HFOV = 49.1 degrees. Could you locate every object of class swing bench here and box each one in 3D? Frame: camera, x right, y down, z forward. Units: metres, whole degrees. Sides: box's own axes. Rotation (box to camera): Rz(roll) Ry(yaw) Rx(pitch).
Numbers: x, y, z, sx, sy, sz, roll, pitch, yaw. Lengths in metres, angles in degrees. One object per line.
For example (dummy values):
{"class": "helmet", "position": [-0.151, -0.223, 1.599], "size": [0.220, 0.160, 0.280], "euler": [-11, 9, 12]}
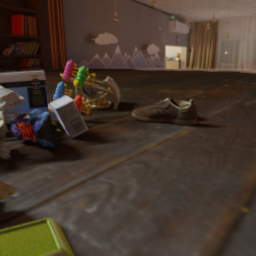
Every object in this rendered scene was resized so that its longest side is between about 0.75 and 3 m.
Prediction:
{"class": "swing bench", "position": [-1.547, -1.849, 14.147], "size": [2.285, 1.482, 2.273], "euler": [0, 15, 0]}

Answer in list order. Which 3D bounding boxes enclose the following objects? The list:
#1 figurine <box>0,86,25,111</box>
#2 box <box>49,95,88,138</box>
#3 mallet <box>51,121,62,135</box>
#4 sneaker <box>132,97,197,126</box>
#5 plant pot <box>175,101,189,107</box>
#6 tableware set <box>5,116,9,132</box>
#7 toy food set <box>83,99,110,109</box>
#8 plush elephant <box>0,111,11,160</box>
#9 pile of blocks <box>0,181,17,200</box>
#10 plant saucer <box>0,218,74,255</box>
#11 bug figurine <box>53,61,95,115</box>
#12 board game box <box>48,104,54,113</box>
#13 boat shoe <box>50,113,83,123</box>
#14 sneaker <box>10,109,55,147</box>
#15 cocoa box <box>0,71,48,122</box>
{"class": "figurine", "position": [-3.984, -0.559, 7.705], "size": [2.032, 0.875, 1.983], "euler": [-28, 24, -28]}
{"class": "box", "position": [-1.962, -0.389, 9.210], "size": [0.637, 1.117, 1.215], "euler": [-30, 23, -14]}
{"class": "mallet", "position": [-2.712, -0.105, 9.943], "size": [0.623, 0.389, 1.890], "euler": [-4, 19, -16]}
{"class": "sneaker", "position": [1.413, -0.740, 10.957], "size": [2.602, 0.983, 0.917], "euler": [7, 16, 21]}
{"class": "plant pot", "position": [2.040, -0.733, 11.598], "size": [0.950, 0.638, 0.950], "euler": [-1, 15, 0]}
{"class": "tableware set", "position": [-5.220, -0.040, 9.170], "size": [2.442, 0.489, 1.614], "euler": [-1, -6, -24]}
{"class": "toy food set", "position": [-1.599, -1.255, 14.021], "size": [1.248, 0.377, 0.896], "euler": [-7, 17, -24]}
{"class": "plush elephant", "position": [-3.669, 0.130, 7.241], "size": [1.498, 1.234, 1.160], "euler": [17, 41, -17]}
{"class": "pile of blocks", "position": [-2.834, 1.230, 4.747], "size": [2.007, 0.824, 0.624], "euler": [-3, 56, 24]}
{"class": "plant saucer", "position": [-1.344, 1.596, 3.690], "size": [1.132, 0.271, 1.130], "euler": [-8, 17, -26]}
{"class": "bug figurine", "position": [-2.356, -1.658, 11.655], "size": [0.710, 2.141, 2.761], "euler": [10, 17, -39]}
{"class": "board game box", "position": [-3.149, -0.759, 12.253], "size": [1.467, 0.340, 1.111], "euler": [7, 16, 23]}
{"class": "boat shoe", "position": [-2.294, -0.252, 10.261], "size": [1.276, 0.426, 0.469], "euler": [7, 36, 3]}
{"class": "sneaker", "position": [-2.869, 0.072, 8.302], "size": [1.085, 1.042, 2.766], "euler": [-15, 11, -24]}
{"class": "cocoa box", "position": [-4.146, -1.097, 10.351], "size": [2.230, 1.464, 1.487], "euler": [-8, -11, -17]}
